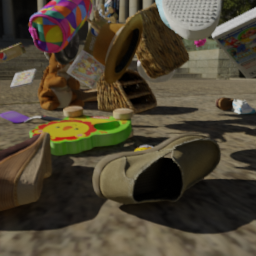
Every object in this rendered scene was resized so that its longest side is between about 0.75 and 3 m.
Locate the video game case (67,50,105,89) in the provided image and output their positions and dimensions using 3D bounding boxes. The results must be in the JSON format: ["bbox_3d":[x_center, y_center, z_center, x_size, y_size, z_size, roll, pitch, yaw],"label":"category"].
[{"bbox_3d":[-1.286,-1.845,8.821,0.975,0.888,0.112,32,-7,5],"label":"video game case"}]

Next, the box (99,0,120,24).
[{"bbox_3d":[-0.907,-4.446,11.687,0.393,1.359,1.710,6,-8,-28],"label":"box"}]

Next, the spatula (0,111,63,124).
[{"bbox_3d":[-3.272,-0.304,10.054,2.991,0.307,0.845,5,15,22],"label":"spatula"}]

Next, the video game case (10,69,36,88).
[{"bbox_3d":[-3.935,-1.861,10.548,0.870,0.100,0.791,-10,48,10],"label":"video game case"}]

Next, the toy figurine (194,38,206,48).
[{"bbox_3d":[2.349,-2.943,9.157,0.617,0.757,0.822,19,-25,4],"label":"toy figurine"}]

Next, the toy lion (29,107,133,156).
[{"bbox_3d":[-1.201,0.110,7.386,2.422,0.831,2.321,3,20,11],"label":"toy lion"}]

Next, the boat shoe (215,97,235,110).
[{"bbox_3d":[4.541,-1.163,13.388,0.604,0.605,1.719,13,10,42],"label":"boat shoe"}]

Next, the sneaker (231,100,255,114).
[{"bbox_3d":[5.027,-0.913,12.262,0.526,0.555,1.374,-2,13,-16],"label":"sneaker"}]

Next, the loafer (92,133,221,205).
[{"bbox_3d":[0.655,0.690,4.301,2.384,0.906,0.804,-14,22,-31],"label":"loafer"}]

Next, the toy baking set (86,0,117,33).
[{"bbox_3d":[-0.959,-3.749,9.309,0.190,1.634,1.254,-45,-5,-35],"label":"toy baking set"}]

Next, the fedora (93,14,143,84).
[{"bbox_3d":[-0.302,-1.886,6.417,0.728,1.786,1.786,28,17,8],"label":"fedora"}]

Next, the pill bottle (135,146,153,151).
[{"bbox_3d":[0.268,0.646,5.109,0.540,0.540,0.988,4,13,19],"label":"pill bottle"}]

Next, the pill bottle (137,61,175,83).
[{"bbox_3d":[1.229,-3.099,10.849,1.407,2.482,1.407,9,-32,6],"label":"pill bottle"}]

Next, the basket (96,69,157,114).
[{"bbox_3d":[0.052,-1.830,13.229,2.013,1.929,2.702,6,14,30],"label":"basket"}]

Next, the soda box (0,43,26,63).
[{"bbox_3d":[-4.200,-2.626,9.896,1.073,0.364,0.344,-19,25,8],"label":"soda box"}]

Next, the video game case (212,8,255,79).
[{"bbox_3d":[3.813,-2.311,7.519,2.123,0.267,2.964,-19,-24,34],"label":"video game case"}]

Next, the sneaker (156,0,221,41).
[{"bbox_3d":[1.141,-2.269,5.428,1.002,1.110,2.710,-18,46,12],"label":"sneaker"}]

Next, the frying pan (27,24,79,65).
[{"bbox_3d":[-2.225,-3.121,9.216,0.421,1.564,2.586,11,-15,16],"label":"frying pan"}]

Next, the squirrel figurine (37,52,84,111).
[{"bbox_3d":[-3.674,-2.466,14.166,2.094,2.762,2.959,-9,15,-37],"label":"squirrel figurine"}]

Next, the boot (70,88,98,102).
[{"bbox_3d":[-2.727,-1.825,16.470,2.480,0.897,2.063,-3,1,-10],"label":"boot"}]

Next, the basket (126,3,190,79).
[{"bbox_3d":[0.652,-2.540,8.607,1.424,1.995,1.486,-36,19,-25],"label":"basket"}]

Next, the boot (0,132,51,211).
[{"bbox_3d":[-2.305,0.603,4.593,1.928,0.839,2.318,-1,14,-7],"label":"boot"}]

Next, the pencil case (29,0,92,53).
[{"bbox_3d":[-1.481,-2.507,6.368,0.924,0.924,2.090,2,40,10],"label":"pencil case"}]

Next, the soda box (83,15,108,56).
[{"bbox_3d":[-1.270,-3.303,10.644,0.579,1.810,0.613,17,-8,-5],"label":"soda box"}]
